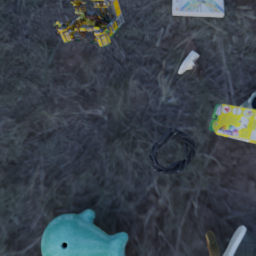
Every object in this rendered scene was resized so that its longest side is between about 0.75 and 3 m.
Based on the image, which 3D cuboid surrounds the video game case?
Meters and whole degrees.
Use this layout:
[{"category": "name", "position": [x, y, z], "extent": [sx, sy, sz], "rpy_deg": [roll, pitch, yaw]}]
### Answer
[{"category": "video game case", "position": [3.159, -5.993, 12.738], "extent": [2.274, 0.250, 2.073], "rpy_deg": [3, 73, 1]}]

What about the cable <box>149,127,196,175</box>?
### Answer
[{"category": "cable", "position": [1.098, 0.660, 7.002], "extent": [1.000, 0.311, 1.226], "rpy_deg": [39, 82, -6]}]

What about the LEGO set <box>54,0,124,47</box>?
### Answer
[{"category": "LEGO set", "position": [-1.271, -3.530, 8.642], "extent": [2.242, 1.299, 1.724], "rpy_deg": [23, 61, 33]}]

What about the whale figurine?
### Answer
[{"category": "whale figurine", "position": [-1.431, 3.822, 9.134], "extent": [2.821, 1.464, 2.244], "rpy_deg": [9, 73, 2]}]

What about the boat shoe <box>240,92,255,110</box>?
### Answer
[{"category": "boat shoe", "position": [5.622, -1.324, 10.991], "extent": [2.886, 0.891, 1.051], "rpy_deg": [-35, 76, -10]}]

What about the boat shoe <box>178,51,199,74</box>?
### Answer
[{"category": "boat shoe", "position": [2.546, -2.662, 11.663], "extent": [0.429, 0.436, 1.229], "rpy_deg": [33, 69, 12]}]

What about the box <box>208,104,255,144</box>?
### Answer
[{"category": "box", "position": [2.791, -0.105, 7.034], "extent": [1.362, 0.329, 0.799], "rpy_deg": [16, 82, 29]}]

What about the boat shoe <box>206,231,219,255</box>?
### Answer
[{"category": "boat shoe", "position": [2.290, 3.224, 7.626], "extent": [0.276, 0.259, 0.768], "rpy_deg": [-4, 53, -1]}]

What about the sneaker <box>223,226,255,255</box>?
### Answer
[{"category": "sneaker", "position": [3.700, 4.587, 9.215], "extent": [1.192, 0.850, 2.404], "rpy_deg": [34, 72, 15]}]
